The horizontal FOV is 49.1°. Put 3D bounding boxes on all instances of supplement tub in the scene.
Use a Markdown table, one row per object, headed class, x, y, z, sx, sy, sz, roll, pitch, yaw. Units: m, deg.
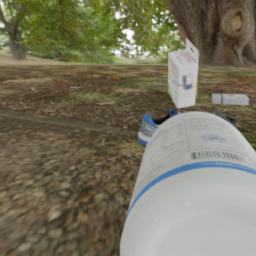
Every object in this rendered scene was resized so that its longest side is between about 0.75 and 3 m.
| class | x | y | z | sx | sy | sz | roll | pitch | yaw |
| --- | --- | --- | --- | --- | --- | --- | --- | --- | --- |
| supplement tub | 0.840 | 0.783 | 3.184 | 1.558 | 1.558 | 2.361 | 3 | 15 | 9 |

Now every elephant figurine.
| class | x | y | z | sx | sy | sz | roll | pitch | yaw |
| --- | --- | --- | --- | --- | --- | --- | --- | --- | --- |
| elephant figurine | 2.994 | -0.145 | 8.428 | 0.889 | 0.629 | 0.689 | 16 | 45 | 0 |

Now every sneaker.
| class | x | y | z | sx | sy | sz | roll | pitch | yaw |
| --- | --- | --- | --- | --- | --- | --- | --- | --- | --- |
| sneaker | 1.326 | 0.008 | 7.118 | 2.152 | 0.917 | 0.829 | 0 | 16 | -2 |

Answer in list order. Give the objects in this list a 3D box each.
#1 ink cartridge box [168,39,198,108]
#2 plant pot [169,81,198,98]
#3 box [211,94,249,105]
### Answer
| class | x | y | z | sx | sy | sz | roll | pitch | yaw |
| --- | --- | --- | --- | --- | --- | --- | --- | --- | --- |
| ink cartridge box | 1.317 | -1.329 | 6.881 | 0.490 | 1.457 | 0.853 | -11 | 40 | -5 |
| plant pot | 2.922 | -2.346 | 14.521 | 1.501 | 1.445 | 1.501 | 0 | 15 | 0 |
| box | 4.686 | -1.328 | 12.994 | 1.548 | 0.319 | 1.207 | 5 | 17 | 15 |
